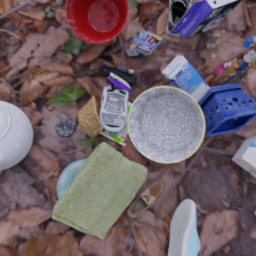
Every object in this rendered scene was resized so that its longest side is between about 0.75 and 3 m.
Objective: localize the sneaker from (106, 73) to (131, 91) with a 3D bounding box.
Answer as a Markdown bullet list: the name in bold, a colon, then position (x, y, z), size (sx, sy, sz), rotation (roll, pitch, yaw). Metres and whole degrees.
- **sneaker**: position (-0.402, -1.638, 10.748), size (1.056, 0.367, 0.525), rotation (30, 105, -31)

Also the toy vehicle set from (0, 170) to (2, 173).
- **toy vehicle set**: position (-5.602, 1.371, 10.462), size (1.796, 0.238, 1.116), rotation (19, 73, 6)

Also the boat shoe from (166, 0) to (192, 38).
- **boat shoe**: position (2.303, -5.379, 12.310), size (1.010, 0.909, 2.856), rotation (9, 72, 3)

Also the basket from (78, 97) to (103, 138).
- **basket**: position (-1.235, -0.368, 10.395), size (0.935, 0.896, 1.256), rotation (-43, 31, 17)

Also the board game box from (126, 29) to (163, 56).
- **board game box**: position (0.595, -3.415, 11.678), size (1.278, 0.394, 1.277), rotation (33, 74, 31)

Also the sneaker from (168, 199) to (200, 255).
- **sneaker**: position (1.964, 3.610, 9.293), size (0.954, 0.861, 2.329), rotation (27, 69, -28)

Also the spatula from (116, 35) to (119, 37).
- **spatula**: position (-0.503, -4.749, 12.493), size (0.473, 0.172, 1.672), rotation (-2, 73, -3)

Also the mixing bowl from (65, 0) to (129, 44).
- **mixing bowl**: position (-1.100, -4.517, 11.077), size (2.427, 1.315, 2.427), rotation (1, 101, 7)

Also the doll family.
- **doll family**: position (4.201, -2.361, 9.962), size (1.321, 2.128, 0.959), rotation (-21, 73, -41)

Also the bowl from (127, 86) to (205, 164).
- **bowl**: position (1.436, -0.185, 10.161), size (2.709, 1.271, 2.709), rotation (4, 102, 19)

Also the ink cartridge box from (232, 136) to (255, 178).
- **ink cartridge box**: position (4.701, 1.134, 10.041), size (1.352, 0.978, 0.995), rotation (36, 81, 5)

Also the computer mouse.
- **computer mouse**: position (-0.556, -1.128, 11.020), size (1.616, 0.646, 2.947), rotation (10, 66, -8)

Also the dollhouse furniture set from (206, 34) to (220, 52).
- **dollhouse furniture set**: position (3.593, -3.548, 11.763), size (0.363, 0.819, 0.425), rotation (-2, 72, 0)

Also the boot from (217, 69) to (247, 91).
- **boot**: position (4.458, -1.580, 11.340), size (1.447, 0.501, 1.260), rotation (-30, 77, -1)

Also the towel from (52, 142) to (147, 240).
- **towel**: position (-0.918, 2.130, 9.290), size (2.213, 0.544, 2.983), rotation (34, 91, -23)

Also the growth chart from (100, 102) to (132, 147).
- **growth chart**: position (-0.361, -0.313, 11.063), size (1.333, 0.163, 1.842), rotation (22, 73, 8)

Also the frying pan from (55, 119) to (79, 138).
- **frying pan**: position (-2.190, -0.010, 10.940), size (1.296, 0.211, 0.784), rotation (-4, 80, -5)

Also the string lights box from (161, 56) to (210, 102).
- **string lights box**: position (2.236, -1.810, 10.743), size (0.912, 0.523, 1.775), rotation (-46, 113, 4)

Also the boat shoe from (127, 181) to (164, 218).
- **boat shoe**: position (0.662, 2.535, 9.894), size (0.621, 0.589, 1.641), rotation (42, 77, 12)

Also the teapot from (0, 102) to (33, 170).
- **teapot**: position (-4.800, 0.030, 9.814), size (2.770, 2.023, 2.734), rotation (25, 65, 10)

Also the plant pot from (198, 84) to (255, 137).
- **plant pot**: position (3.558, -0.708, 10.370), size (1.597, 1.597, 1.436), rotation (-11, 66, -16)

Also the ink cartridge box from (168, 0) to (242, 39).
- **ink cartridge box**: position (3.039, -4.378, 11.047), size (2.284, 2.263, 0.496), rotation (-23, 86, -18)

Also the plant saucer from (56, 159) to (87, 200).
- **plant saucer**: position (-1.502, 2.070, 10.002), size (2.119, 0.408, 2.119), rotation (2, 66, -5)
